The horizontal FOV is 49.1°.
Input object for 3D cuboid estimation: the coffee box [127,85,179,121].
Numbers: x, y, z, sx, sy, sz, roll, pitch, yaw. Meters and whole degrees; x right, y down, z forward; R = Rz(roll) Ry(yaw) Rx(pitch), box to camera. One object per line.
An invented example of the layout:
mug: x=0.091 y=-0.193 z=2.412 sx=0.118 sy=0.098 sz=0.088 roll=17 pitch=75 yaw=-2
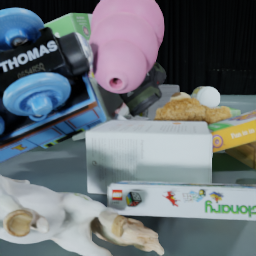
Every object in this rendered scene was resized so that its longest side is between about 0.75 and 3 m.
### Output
coffee box: x=0.746 y=-0.745 z=9.119 sx=1.277 sy=1.279 sz=1.265 roll=-5 pitch=9 yaw=-30

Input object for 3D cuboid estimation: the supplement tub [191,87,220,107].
supplement tub: x=4.143 y=-1.606 z=14.960 sx=1.201 sy=1.201 sz=1.660 roll=0 pitch=9 yaw=-1

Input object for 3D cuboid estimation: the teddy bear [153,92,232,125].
teddy bear: x=1.390 y=-0.272 z=5.993 sx=2.149 sy=0.717 sz=1.558 roll=11 pitch=0 yaw=-37

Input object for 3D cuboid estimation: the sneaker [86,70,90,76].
sneaker: x=-0.936 y=-0.810 z=4.801 sx=0.343 sy=0.763 sz=0.299 roll=45 pitch=21 yaw=29

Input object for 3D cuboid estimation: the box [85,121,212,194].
box: x=0.312 y=0.351 z=3.681 sx=1.449 sy=0.770 sz=1.103 roll=2 pitch=9 yaw=12

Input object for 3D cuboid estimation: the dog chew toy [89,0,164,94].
dog chew toy: x=-0.049 y=-1.155 z=3.869 sx=1.088 sy=1.088 sz=1.747 roll=1 pitch=47 yaw=7

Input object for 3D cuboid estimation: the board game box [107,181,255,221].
board game box: x=0.608 y=0.646 z=2.592 sx=1.474 sy=0.255 sz=0.930 roll=1 pitch=-9 yaw=7

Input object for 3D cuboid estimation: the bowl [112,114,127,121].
bowl: x=-0.070 y=0.196 z=4.677 sx=0.378 sy=0.842 sz=0.842 roll=-40 pitch=19 yaw=-10

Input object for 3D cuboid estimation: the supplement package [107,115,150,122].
supplement package: x=0.003 y=0.067 z=6.058 sx=0.583 sy=0.588 sz=0.774 roll=12 pitch=14 yaw=38

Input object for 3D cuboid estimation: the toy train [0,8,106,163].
toy train: x=-1.747 y=-0.195 z=3.480 sx=2.984 sy=1.293 sz=1.705 roll=-25 pitch=-19 yaw=-1

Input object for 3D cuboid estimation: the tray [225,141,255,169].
tray: x=3.083 y=0.347 z=4.904 sx=2.348 sy=0.435 sz=1.158 roll=0 pitch=9 yaw=-3

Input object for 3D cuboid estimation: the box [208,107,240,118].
box: x=3.199 y=-0.632 z=11.426 sx=2.182 sy=0.397 sz=1.575 roll=-1 pitch=9 yaw=3

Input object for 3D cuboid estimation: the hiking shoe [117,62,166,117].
hiking shoe: x=0.163 y=-1.374 z=6.593 sx=1.015 sy=1.349 sz=2.680 roll=-33 pitch=19 yaw=18

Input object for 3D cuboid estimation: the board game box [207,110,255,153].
board game box: x=1.850 y=-0.008 z=4.455 sx=2.725 sy=0.409 sz=1.302 roll=-17 pitch=2 yaw=22

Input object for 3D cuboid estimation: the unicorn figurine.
unicorn figurine: x=-0.745 y=0.508 z=1.903 sx=1.943 sy=0.718 sz=1.335 roll=43 pitch=-17 yaw=-30

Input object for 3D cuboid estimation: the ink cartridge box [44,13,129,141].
ink cartridge box: x=-0.982 y=-1.263 z=6.805 sx=1.143 sy=2.611 sz=1.898 roll=-16 pitch=16 yaw=18
